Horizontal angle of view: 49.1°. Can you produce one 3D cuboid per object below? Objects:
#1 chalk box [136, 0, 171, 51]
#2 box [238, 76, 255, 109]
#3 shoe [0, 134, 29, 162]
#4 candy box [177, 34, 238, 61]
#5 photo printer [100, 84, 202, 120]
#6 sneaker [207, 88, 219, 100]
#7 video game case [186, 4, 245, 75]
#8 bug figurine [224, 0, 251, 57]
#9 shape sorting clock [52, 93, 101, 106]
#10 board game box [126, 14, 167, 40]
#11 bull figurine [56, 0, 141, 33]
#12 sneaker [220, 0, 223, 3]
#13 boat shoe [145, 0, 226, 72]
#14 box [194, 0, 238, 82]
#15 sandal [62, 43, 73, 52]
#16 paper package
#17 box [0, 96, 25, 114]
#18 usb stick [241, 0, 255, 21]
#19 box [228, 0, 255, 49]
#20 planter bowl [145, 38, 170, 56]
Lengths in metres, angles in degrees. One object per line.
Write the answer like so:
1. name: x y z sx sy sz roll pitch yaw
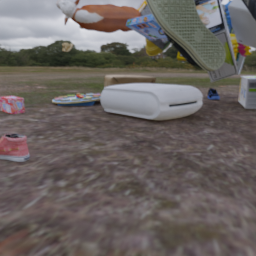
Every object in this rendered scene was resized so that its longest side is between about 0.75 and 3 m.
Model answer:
1. chalk box: 1.364 -4.104 10.944 2.153 1.339 1.333 30 44 -19
2. box: 5.085 -1.419 10.918 1.230 1.109 2.188 3 13 14
3. shoe: -2.156 0.311 4.870 0.946 0.430 0.338 4 13 17
4. candy box: 3.198 -3.241 11.312 2.292 1.172 0.303 10 -2 19
5. photo printer: 0.809 -0.895 8.966 2.277 0.950 2.737 -11 17 -41
6. sneaker: 3.986 -1.595 13.143 0.426 0.473 1.214 0 13 -1
7. video game case: 3.875 -3.753 11.718 2.342 2.569 0.283 21 27 22
8. bug figurine: 4.371 -3.369 9.377 0.726 2.188 2.822 -33 34 -33
9. shape sorting clock: -2.069 -1.233 11.673 2.158 0.423 2.158 0 12 0
10. board game box: 0.688 -2.913 8.162 0.979 0.237 1.295 18 1 -36
11. bull figurine: -0.937 -3.674 9.337 2.816 0.917 1.709 4 17 -11
12. sneaker: 3.078 -4.723 10.308 1.984 0.743 0.988 -44 26 1
13. boat shoe: 1.214 -2.372 6.467 2.701 1.008 0.841 42 -3 -25
14. box: 2.554 -2.762 8.297 0.780 1.514 2.596 -14 41 25
15. sandal: -2.253 -2.895 9.999 0.271 0.303 0.825 23 -6 -33
16. paper package: 0.042 -1.837 12.795 2.034 1.104 2.134 -3 12 -12
17. box: -3.963 -0.787 9.548 0.470 0.510 0.994 -11 15 -42
18. usb stick: 2.581 -2.877 5.916 0.386 2.365 0.656 -22 -30 14
19. box: 3.942 -3.491 7.343 1.196 2.454 1.526 36 -1 37
20. planter bowl: 1.263 -4.095 12.604 0.670 1.608 1.608 36 -12 -37
